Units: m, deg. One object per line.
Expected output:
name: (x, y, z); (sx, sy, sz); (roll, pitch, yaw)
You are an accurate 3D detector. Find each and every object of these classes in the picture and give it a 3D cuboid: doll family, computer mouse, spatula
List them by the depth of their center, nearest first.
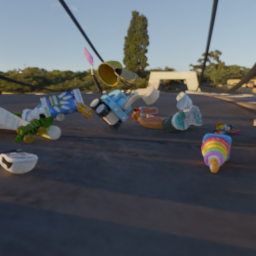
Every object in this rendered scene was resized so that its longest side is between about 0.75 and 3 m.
computer mouse: (-3.000, 0.897, 7.354); (1.131, 0.452, 2.062); (-1, 3, -36)
doll family: (4.231, -0.004, 12.125); (1.221, 0.550, 0.758); (-4, 11, -23)
spatula: (-1.809, -2.913, 14.563); (0.297, 2.890, 0.817); (-13, -22, -15)
doll family: (0.807, -0.586, 15.690); (1.592, 0.717, 0.988); (29, 17, 33)

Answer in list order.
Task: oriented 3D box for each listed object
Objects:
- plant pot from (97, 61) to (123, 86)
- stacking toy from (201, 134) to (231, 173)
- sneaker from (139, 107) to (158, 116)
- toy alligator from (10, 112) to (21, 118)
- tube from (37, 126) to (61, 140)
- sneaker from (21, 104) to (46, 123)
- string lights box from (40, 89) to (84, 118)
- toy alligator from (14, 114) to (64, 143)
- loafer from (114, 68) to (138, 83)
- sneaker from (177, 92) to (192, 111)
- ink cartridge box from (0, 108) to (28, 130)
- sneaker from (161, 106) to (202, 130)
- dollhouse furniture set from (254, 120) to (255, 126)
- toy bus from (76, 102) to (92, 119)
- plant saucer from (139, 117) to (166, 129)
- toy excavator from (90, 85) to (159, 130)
plant pot: (-0.696, -2.615, 12.816); (1.161, 1.161, 0.824); (8, 41, 38)
stacking toy: (2.321, 0.791, 7.510); (0.778, 0.823, 1.417); (6, 25, 18)
sneaker: (1.214, -1.134, 18.807); (1.665, 0.594, 0.665); (-2, 4, -41)
toy alligator: (-6.644, -0.488, 14.826); (2.688, 0.646, 0.891); (0, 7, 29)
tube: (-3.527, 0.105, 11.729); (2.101, 0.545, 0.609); (7, -30, 52)
sneaker: (-4.693, -0.655, 15.356); (1.126, 0.974, 2.598); (9, 18, 8)
string lights box: (-2.901, -1.057, 12.472); (1.727, 0.887, 0.509); (-18, -18, -13)
toy alligator: (-3.401, -0.117, 10.675); (2.134, 0.513, 0.707); (-35, 60, -27)
loafer: (-0.120, -2.118, 11.274); (1.167, 0.442, 0.399); (25, 11, 30)
sneaker: (2.443, -1.059, 11.806); (0.601, 0.620, 1.698); (38, 24, -7)
ink cartridge box: (-5.538, -0.153, 12.032); (2.413, 0.847, 2.969); (4, -21, 19)
sneaker: (2.494, -0.398, 13.054); (1.206, 1.026, 2.644); (-15, -4, 41)
dollhouse furniture set: (7.028, -0.391, 14.401); (1.073, 0.556, 0.475); (-6, 13, -30)
toy bus: (-1.831, -0.740, 11.908); (0.904, 0.294, 0.354); (35, 56, 29)
plant saucer: (1.445, -0.254, 14.125); (1.783, 0.334, 1.783); (0, 11, 0)
toy excavator: (-0.156, -1.132, 12.320); (1.255, 2.512, 2.442); (45, -1, -35)
